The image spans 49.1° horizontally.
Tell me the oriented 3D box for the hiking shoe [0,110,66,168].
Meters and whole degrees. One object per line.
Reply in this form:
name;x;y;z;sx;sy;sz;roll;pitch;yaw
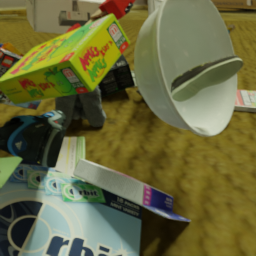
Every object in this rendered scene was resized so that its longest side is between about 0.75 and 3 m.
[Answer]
hiking shoe;-1.660;0.013;4.937;0.973;0.835;2.244;17;1;-17

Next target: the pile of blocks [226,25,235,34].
pile of blocks;3.445;-3.337;10.149;0.994;0.309;0.408;-24;51;40

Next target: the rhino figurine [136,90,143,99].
rhino figurine;0.965;-1.261;11.182;1.646;0.492;0.720;20;4;33

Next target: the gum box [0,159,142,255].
gum box;-1.102;1.986;4.331;2.530;0.663;2.978;23;30;-7

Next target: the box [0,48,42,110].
box;-2.307;-0.964;5.911;0.282;1.023;1.498;38;12;22

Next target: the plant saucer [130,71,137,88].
plant saucer;0.094;-2.401;13.386;1.641;0.412;1.641;0;29;0

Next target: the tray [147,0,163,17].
tray;1.296;-4.283;11.200;1.054;1.963;0.218;-2;-2;-33

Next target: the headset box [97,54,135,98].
headset box;-0.903;-2.353;12.230;1.900;1.012;2.183;-19;31;-1

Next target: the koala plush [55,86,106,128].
koala plush;-1.729;-1.112;9.954;1.782;1.847;2.010;-3;17;-6

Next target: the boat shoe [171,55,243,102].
boat shoe;1.426;-1.012;5.312;1.436;0.512;0.432;-27;50;31

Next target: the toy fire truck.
toy fire truck;-0.601;-2.937;7.172;1.507;0.521;2.137;-17;36;37

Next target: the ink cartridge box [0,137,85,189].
ink cartridge box;-2.463;1.028;7.049;2.724;0.653;1.982;-2;29;-7

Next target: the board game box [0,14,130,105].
board game box;-1.020;-0.906;4.040;1.965;0.468;0.998;-2;46;43

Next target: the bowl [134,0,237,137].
bowl;1.019;-1.188;5.701;1.263;2.811;2.811;-5;18;46

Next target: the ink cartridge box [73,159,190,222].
ink cartridge box;0.202;1.265;5.600;1.964;0.425;1.928;16;-12;28

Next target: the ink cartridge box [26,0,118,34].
ink cartridge box;-1.704;-3.482;8.425;2.446;1.037;1.781;-3;31;-26

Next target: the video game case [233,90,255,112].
video game case;5.251;-1.057;11.169;2.484;0.217;1.776;7;30;11

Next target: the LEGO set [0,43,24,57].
LEGO set;-3.504;-1.985;8.453;0.931;0.865;2.268;34;-8;-37
